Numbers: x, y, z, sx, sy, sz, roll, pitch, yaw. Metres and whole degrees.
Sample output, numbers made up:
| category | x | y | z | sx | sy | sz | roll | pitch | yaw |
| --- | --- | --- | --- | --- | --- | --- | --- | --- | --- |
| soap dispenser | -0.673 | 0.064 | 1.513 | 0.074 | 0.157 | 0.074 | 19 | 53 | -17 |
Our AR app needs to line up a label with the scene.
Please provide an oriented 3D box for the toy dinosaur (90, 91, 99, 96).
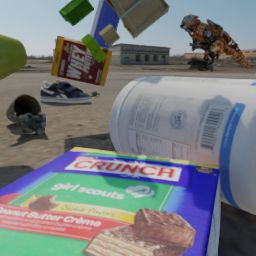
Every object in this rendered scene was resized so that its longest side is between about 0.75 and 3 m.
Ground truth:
| category | x | y | z | sx | sy | sz | roll | pitch | yaw |
| --- | --- | --- | --- | --- | --- | --- | --- | --- | --- |
| toy dinosaur | -1.784 | -1.779 | 14.705 | 0.460 | 0.248 | 1.044 | -11 | 10 | 19 |

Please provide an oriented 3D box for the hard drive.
| category | x | y | z | sx | sy | sz | roll | pitch | yaw |
| --- | --- | --- | --- | --- | --- | --- | --- | --- | --- |
| hard drive | -0.454 | -2.604 | 6.507 | 0.183 | 1.446 | 0.954 | 27 | 22 | 16 |

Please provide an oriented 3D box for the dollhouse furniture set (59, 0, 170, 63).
| category | x | y | z | sx | sy | sz | roll | pitch | yaw |
| --- | --- | --- | --- | --- | --- | --- | --- | --- | --- |
| dollhouse furniture set | -0.211 | -1.741 | 4.162 | 1.325 | 0.868 | 0.665 | -38 | 32 | 3 |

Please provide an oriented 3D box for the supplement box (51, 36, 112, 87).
| category | x | y | z | sx | sy | sz | roll | pitch | yaw |
| --- | --- | --- | --- | --- | --- | --- | --- | --- | --- |
| supplement box | -1.292 | -1.821 | 7.520 | 1.374 | 0.925 | 1.393 | 10 | 17 | -17 |

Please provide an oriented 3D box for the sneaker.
| category | x | y | z | sx | sy | sz | roll | pitch | yaw |
| --- | --- | --- | --- | --- | --- | --- | --- | --- | --- |
| sneaker | -2.834 | -1.622 | 12.522 | 2.452 | 0.974 | 0.962 | 5 | 13 | 13 |

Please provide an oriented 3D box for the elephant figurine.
| category | x | y | z | sx | sy | sz | roll | pitch | yaw |
| --- | --- | --- | --- | --- | --- | --- | --- | --- | --- |
| elephant figurine | -2.521 | -0.140 | 7.007 | 0.853 | 0.662 | 0.604 | 4 | 34 | -21 |

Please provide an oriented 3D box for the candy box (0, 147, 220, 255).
| category | x | y | z | sx | sy | sz | roll | pitch | yaw |
| --- | --- | --- | --- | --- | --- | --- | --- | --- | --- |
| candy box | -0.201 | 0.875 | 2.319 | 1.768 | 0.806 | 2.092 | 4 | 13 | 20 |

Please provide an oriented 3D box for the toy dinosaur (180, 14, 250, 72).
| category | x | y | z | sx | sy | sz | roll | pitch | yaw |
| --- | --- | --- | --- | --- | --- | --- | --- | --- | --- |
| toy dinosaur | 1.941 | -1.872 | 6.457 | 0.901 | 1.765 | 1.198 | -36 | -7 | -18 |

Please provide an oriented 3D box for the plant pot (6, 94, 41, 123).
| category | x | y | z | sx | sy | sz | roll | pitch | yaw |
| --- | --- | --- | --- | --- | --- | --- | --- | --- | --- |
| plant pot | -3.134 | -0.471 | 8.164 | 0.769 | 0.886 | 0.886 | -10 | 5 | 39 |

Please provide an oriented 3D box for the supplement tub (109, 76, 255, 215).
| category | x | y | z | sx | sy | sz | roll | pitch | yaw |
| --- | --- | --- | --- | --- | --- | --- | --- | --- | --- |
| supplement tub | 1.035 | 0.071 | 4.036 | 1.600 | 1.600 | 2.425 | -10 | 16 | -37 |

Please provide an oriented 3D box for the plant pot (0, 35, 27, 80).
| category | x | y | z | sx | sy | sz | roll | pitch | yaw |
| --- | --- | --- | --- | --- | --- | --- | --- | --- | --- |
| plant pot | -2.850 | -1.465 | 5.809 | 1.233 | 1.233 | 1.318 | 10 | 23 | 36 |
